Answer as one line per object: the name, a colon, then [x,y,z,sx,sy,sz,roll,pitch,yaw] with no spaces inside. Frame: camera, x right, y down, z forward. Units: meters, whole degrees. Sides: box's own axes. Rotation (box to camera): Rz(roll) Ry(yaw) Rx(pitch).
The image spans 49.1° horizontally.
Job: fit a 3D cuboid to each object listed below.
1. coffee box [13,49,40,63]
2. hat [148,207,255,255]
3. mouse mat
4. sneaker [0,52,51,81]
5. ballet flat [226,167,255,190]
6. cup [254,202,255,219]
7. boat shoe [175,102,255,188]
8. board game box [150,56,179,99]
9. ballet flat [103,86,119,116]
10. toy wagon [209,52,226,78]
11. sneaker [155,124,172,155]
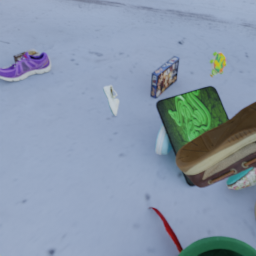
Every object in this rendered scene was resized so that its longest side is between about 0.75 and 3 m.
coffee box: [-4.949,-3.415,13.728,1.104,0.441,0.624,-31,52,-29]
hat: [1.908,3.213,6.804,2.173,2.309,2.623,-16,89,2]
mouse mat: [2.396,0.173,9.081,2.364,0.111,2.938,-18,78,-17]
sneaker: [-4.801,-2.905,12.778,2.448,1.021,0.987,-24,48,-22]
ballet flat: [3.998,1.183,8.650,2.584,0.977,0.826,-41,88,-29]
cup: [4.758,1.991,7.083,2.479,1.773,2.479,0,44,0]
boat shoe: [2.247,0.291,5.003,2.735,0.984,0.987,-32,21,16]
board game box: [1.567,-2.155,11.878,0.300,1.173,1.732,28,51,27]
ballet flat: [-0.516,-0.965,9.358,0.398,0.398,1.147,-14,64,-15]
toy wagon: [3.038,-2.114,9.528,0.177,0.696,0.897,7,68,54]
sneaker: [2.166,0.131,9.549,1.780,1.085,2.727,22,49,23]
